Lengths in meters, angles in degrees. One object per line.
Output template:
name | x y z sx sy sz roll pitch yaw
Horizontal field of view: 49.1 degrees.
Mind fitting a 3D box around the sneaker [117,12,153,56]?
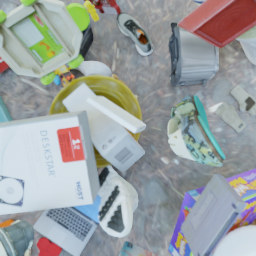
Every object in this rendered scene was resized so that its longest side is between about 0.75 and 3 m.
sneaker | 0.247 -3.124 9.022 0.616 0.660 1.666 -37 81 -4

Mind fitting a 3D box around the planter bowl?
planter bowl | -0.912 -0.137 8.261 2.614 1.089 2.614 0 83 1

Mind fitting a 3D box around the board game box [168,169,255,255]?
board game box | 2.222 1.877 6.102 2.587 1.740 0.579 -11 36 -28

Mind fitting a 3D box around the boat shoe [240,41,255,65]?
boat shoe | 3.767 -3.314 8.897 0.999 0.950 2.774 -21 81 -4

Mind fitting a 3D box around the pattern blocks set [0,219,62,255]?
pattern blocks set | -3.602 3.961 7.997 2.928 0.237 2.574 19 81 3

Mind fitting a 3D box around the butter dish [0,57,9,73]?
butter dish | -4.099 -2.705 8.793 1.466 1.087 1.470 -35 124 -3

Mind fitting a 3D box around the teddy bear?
teddy bear | -0.098 -1.143 8.567 0.419 0.909 1.254 -39 79 -7

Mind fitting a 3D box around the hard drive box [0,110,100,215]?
hard drive box | -1.940 0.714 5.894 2.356 0.905 1.836 -9 98 5

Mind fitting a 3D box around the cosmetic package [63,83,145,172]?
cosmetic package | -0.687 -0.044 7.554 0.844 1.202 2.370 -42 53 -1

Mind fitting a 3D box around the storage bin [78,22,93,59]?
storage bin | -2.145 -2.978 8.903 1.808 0.848 1.222 24 81 3

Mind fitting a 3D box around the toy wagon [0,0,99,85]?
toy wagon | -1.733 -2.060 6.205 2.338 1.814 0.463 -28 42 8

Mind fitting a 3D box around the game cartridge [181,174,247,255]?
game cartridge | 1.323 1.436 4.507 0.237 0.801 1.235 21 109 -15

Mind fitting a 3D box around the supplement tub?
supplement tub | 2.723 -3.152 6.303 2.673 1.938 1.938 22 78 -36

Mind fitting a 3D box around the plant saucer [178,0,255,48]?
plant saucer | 1.980 -2.125 5.405 1.494 1.497 0.275 -31 64 39

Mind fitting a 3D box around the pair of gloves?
pair of gloves | 3.459 -0.603 8.811 1.042 0.215 1.225 40 85 3

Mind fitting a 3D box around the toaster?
toaster | 1.983 -2.269 8.643 1.310 1.152 2.028 0 78 -4

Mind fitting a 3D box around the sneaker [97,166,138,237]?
sneaker | -0.141 1.592 6.142 0.937 2.313 0.869 34 97 -16

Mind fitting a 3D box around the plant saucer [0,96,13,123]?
plant saucer | -4.125 -0.150 8.716 0.985 0.267 2.818 -29 80 -5

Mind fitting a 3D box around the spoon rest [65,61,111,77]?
spoon rest | -1.390 -1.777 8.765 1.795 0.892 0.544 1 63 13

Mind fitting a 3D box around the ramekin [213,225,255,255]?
ramekin | 2.583 2.845 5.118 1.057 2.169 2.169 25 78 -37

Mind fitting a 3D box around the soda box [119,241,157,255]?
soda box | 0.017 2.731 4.695 0.767 2.244 0.713 22 89 8

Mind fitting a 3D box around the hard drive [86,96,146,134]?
hard drive | -0.224 -0.298 5.975 1.206 0.796 0.158 34 103 11

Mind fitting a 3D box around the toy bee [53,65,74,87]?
toy bee | -1.889 -1.611 8.527 1.545 0.840 1.012 44 64 -13

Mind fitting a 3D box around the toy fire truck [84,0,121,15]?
toy fire truck | -0.673 -3.146 6.843 0.972 0.816 0.545 25 68 40

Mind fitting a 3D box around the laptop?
laptop | -1.611 2.471 7.859 1.558 0.965 1.664 31 67 6

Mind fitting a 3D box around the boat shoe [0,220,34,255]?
boat shoe | -2.142 2.314 5.321 0.699 2.262 0.823 -29 71 -32

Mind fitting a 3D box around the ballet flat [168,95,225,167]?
ballet flat | 1.238 0.122 5.595 0.988 2.662 0.988 3 111 7
